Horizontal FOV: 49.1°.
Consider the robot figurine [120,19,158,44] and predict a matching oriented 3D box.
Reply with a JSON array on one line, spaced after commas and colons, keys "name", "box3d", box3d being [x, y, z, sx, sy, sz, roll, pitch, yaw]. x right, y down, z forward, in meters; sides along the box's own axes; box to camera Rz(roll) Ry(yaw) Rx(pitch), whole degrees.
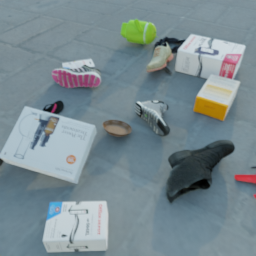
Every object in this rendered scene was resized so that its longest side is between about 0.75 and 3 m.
[{"name": "robot figurine", "box3d": [0.662, -5.481, 16.089, 2.104, 1.217, 1.846, 12, 3, 14]}]

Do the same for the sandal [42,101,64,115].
[{"name": "sandal", "box3d": [-3.292, -0.721, 11.661, 0.596, 0.358, 1.587, 25, 48, 25]}]

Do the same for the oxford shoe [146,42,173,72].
[{"name": "oxford shoe", "box3d": [1.475, -3.547, 14.100, 0.920, 0.959, 2.599, -5, 28, 29]}]

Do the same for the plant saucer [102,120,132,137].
[{"name": "plant saucer", "box3d": [-0.434, 0.042, 10.758, 1.154, 0.211, 1.154, 9, 26, -5]}]

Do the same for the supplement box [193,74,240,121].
[{"name": "supplement box", "box3d": [3.817, -1.351, 12.031, 1.338, 0.781, 2.124, 21, 46, 22]}]

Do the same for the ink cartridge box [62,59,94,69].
[{"name": "ink cartridge box", "box3d": [-2.462, -2.935, 13.987, 1.494, 0.507, 0.860, -12, 43, -13]}]

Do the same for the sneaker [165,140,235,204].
[{"name": "sneaker", "box3d": [2.391, 1.363, 9.046, 2.817, 0.846, 1.469, -12, 49, -9]}]

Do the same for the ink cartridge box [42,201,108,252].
[{"name": "ink cartridge box", "box3d": [-1.375, 2.680, 7.670, 1.610, 0.679, 1.175, -2, 42, -2]}]

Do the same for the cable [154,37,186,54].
[{"name": "cable", "box3d": [2.375, -4.719, 15.935, 2.174, 0.552, 1.774, -26, 48, -25]}]

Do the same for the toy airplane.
[{"name": "toy airplane", "box3d": [4.251, 1.818, 8.906, 1.644, 0.302, 1.644, -1, 42, 1]}]

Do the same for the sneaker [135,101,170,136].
[{"name": "sneaker", "box3d": [1.283, -0.558, 11.195, 1.218, 0.791, 2.109, -20, 46, -25]}]

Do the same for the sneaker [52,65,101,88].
[{"name": "sneaker", "box3d": [-2.364, -2.478, 13.258, 2.420, 0.892, 1.058, 5, 34, 10]}]

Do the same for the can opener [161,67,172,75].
[{"name": "can opener", "box3d": [1.927, -2.976, 14.289, 0.316, 0.250, 0.951, -43, 47, 6]}]

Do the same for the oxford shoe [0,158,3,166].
[{"name": "oxford shoe", "box3d": [-5.055, 1.389, 9.094, 0.736, 0.736, 2.065, 27, 50, 33]}]

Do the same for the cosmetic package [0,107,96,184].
[{"name": "cosmetic package", "box3d": [-2.606, 0.540, 9.374, 2.593, 0.670, 1.955, 15, 68, 6]}]

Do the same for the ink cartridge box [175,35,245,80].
[{"name": "ink cartridge box", "box3d": [4.084, -3.498, 14.082, 2.885, 1.216, 2.088, 19, 46, 20]}]
